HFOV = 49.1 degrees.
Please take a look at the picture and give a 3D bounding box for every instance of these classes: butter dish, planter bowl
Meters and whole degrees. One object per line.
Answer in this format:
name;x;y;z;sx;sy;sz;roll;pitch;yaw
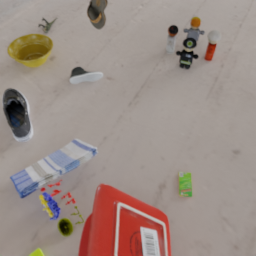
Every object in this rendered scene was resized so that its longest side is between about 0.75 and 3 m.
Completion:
butter dish;-0.328;3.336;7.243;2.795;2.072;2.803;33;39;-29
planter bowl;-4.487;-3.469;13.194;2.080;0.866;2.080;0;52;0

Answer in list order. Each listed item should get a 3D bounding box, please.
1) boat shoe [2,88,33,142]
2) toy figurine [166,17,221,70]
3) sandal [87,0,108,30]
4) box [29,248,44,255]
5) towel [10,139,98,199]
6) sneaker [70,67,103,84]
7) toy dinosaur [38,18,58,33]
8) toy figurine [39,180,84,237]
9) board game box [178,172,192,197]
boat shoe;-4.464;-0.741;11.003;0.997;0.944;2.850;-17;54;-13
toy figurine;2.993;-4.103;13.262;2.207;1.535;2.172;-21;55;-15
sandal;-0.998;-3.547;8.658;0.660;1.614;0.441;39;74;-6
box;-2.463;4.017;7.723;0.690;0.270;1.131;-34;59;-23
towel;-2.484;1.192;9.230;2.703;0.322;1.985;-30;22;-23
sneaker;-1.909;-2.474;12.618;1.499;0.530;0.743;-10;58;-2
toy dinosaur;-4.441;-5.619;15.209;0.684;0.368;1.552;20;53;-3
toy figurine;-2.218;2.454;8.741;0.883;1.003;1.674;-35;102;-33
board game box;1.927;1.919;9.452;0.428;0.134;0.897;4;50;4
